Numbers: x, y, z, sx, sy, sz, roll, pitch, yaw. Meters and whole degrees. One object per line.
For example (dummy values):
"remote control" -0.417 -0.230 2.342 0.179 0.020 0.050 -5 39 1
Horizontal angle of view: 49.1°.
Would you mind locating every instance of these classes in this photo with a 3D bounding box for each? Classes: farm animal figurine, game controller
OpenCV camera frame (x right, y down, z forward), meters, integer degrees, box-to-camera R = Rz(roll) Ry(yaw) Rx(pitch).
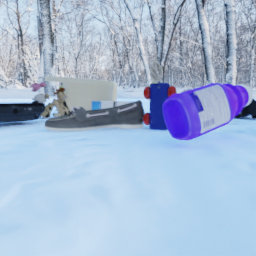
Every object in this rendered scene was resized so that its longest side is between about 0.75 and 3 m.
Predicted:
"farm animal figurine" -2.538 -0.897 9.549 0.764 1.227 1.519 3 3 27
"game controller" -3.843 -0.427 7.849 1.553 0.627 2.978 -1 4 33

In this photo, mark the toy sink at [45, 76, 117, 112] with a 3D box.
"toy sink" -1.900 -1.242 11.544 2.709 1.518 1.766 5 7 1

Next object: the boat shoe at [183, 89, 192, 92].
"boat shoe" 2.167 -0.884 9.679 2.563 0.947 0.970 -9 9 25

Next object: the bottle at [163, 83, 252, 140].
"bottle" 1.624 -0.422 5.429 2.082 0.870 0.680 -20 4 -34

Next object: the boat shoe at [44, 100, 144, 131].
"boat shoe" -0.839 -0.349 7.380 2.647 0.754 0.885 -2 8 -18

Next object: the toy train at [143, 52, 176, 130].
"toy train" 0.982 -0.961 7.547 0.826 1.951 1.129 3 6 25

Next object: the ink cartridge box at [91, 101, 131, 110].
"ink cartridge box" -0.592 -0.651 10.120 1.440 0.606 1.041 0 3 -5

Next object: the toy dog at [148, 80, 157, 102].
"toy dog" 1.534 -1.374 11.908 1.336 0.932 1.295 16 41 -21

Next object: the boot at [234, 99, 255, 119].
"boot" 4.953 -0.742 10.412 1.640 0.746 1.952 2 13 43
